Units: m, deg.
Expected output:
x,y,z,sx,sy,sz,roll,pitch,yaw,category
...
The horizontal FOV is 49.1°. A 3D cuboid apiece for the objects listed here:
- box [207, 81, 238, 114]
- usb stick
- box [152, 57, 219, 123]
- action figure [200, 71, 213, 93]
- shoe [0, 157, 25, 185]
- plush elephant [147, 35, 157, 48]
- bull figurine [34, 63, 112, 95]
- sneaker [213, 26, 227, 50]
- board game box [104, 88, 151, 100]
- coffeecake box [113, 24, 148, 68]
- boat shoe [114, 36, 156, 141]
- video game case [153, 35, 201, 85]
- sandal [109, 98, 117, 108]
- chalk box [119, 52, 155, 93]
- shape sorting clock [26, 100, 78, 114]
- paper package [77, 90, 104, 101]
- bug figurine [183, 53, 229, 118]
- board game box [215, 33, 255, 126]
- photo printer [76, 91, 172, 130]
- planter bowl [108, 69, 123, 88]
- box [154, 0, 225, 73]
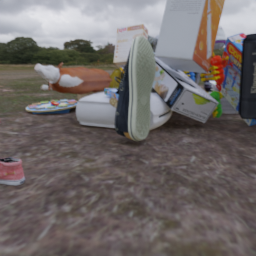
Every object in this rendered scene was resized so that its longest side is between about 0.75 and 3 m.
x,y,z,sx,sy,sz,roll,pitch,yaw,category
4.074,-1.333,11.773,1.230,1.109,2.188,2,14,6,box
3.311,-1.275,7.412,0.656,2.365,0.386,3,34,21,usb stick
1.557,-1.321,9.121,1.514,0.780,2.596,18,26,-31,box
3.048,-2.009,11.106,0.409,1.180,0.768,-10,-17,-4,action figure
-2.270,0.729,4.881,0.946,0.430,0.338,2,14,9,shoe
0.469,-3.425,11.450,1.201,1.458,1.129,16,43,-39,plush elephant
-1.899,-1.590,9.308,2.816,0.917,1.709,-2,8,-42,bull figurine
2.631,-3.398,10.481,1.984,0.988,0.743,-2,-19,0,sneaker
-0.047,-1.027,8.388,0.979,0.237,1.295,-5,16,-23,board game box
0.102,-2.812,9.673,1.013,1.319,0.482,1,-11,26,coffeecake box
0.120,-1.019,7.149,0.841,2.701,1.008,0,-7,39,boat shoe
1.993,-2.390,12.026,2.342,2.569,0.283,39,65,22,video game case
-0.167,-0.589,7.658,0.825,0.303,0.271,30,-12,7,sandal
0.899,-2.116,10.929,2.153,1.339,1.333,33,19,-38,chalk box
-3.109,-0.932,11.606,2.158,0.423,2.158,0,14,0,shape sorting clock
-1.179,-1.623,12.979,2.034,1.104,2.134,-5,14,-20,paper package
2.636,-1.471,9.814,0.726,2.188,2.822,-13,11,-13,bug figurine
3.660,-1.483,8.690,0.578,2.026,2.069,-18,52,-9,board game box
0.031,-0.620,9.198,2.737,0.950,2.277,6,17,22,photo printer
-0.287,-1.488,11.153,0.670,1.608,1.608,16,18,17,planter bowl
1.852,-3.029,8.235,1.196,2.454,1.526,14,3,32,box
